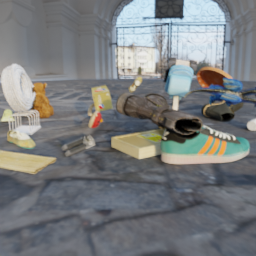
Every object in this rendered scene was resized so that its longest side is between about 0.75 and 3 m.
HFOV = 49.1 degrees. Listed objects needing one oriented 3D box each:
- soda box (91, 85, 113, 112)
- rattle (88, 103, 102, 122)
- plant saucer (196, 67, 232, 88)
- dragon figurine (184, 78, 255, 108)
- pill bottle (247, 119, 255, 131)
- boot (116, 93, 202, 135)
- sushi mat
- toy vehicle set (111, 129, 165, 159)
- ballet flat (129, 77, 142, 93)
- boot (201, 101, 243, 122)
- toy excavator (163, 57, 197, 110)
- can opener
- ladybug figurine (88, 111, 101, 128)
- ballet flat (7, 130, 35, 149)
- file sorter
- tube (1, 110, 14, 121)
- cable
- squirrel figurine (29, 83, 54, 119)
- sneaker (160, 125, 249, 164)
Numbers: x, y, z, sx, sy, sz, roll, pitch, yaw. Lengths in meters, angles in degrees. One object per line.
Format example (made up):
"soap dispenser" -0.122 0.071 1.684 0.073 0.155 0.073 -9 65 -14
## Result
"soda box" -1.094 -1.240 11.438 0.666 0.704 2.080 -13 16 -5
"rattle" -1.310 -0.896 12.509 0.687 1.055 0.754 28 2 -37
"plant saucer" 3.889 -2.030 12.298 1.836 0.296 1.836 32 -15 10
"dragon figurine" 3.494 -1.235 9.846 2.782 0.819 1.383 12 -7 -11
"pill bottle" 5.474 -0.142 11.990 0.832 0.475 0.475 -11 17 -41
"boot" 1.123 -0.343 8.165 2.262 0.900 2.599 23 18 35
"sushi mat" -3.220 0.958 8.031 2.139 0.129 1.023 5 14 21
"toy vehicle set" 0.923 0.470 9.643 2.567 0.340 1.595 -9 16 -33
"ballet flat" 0.323 -1.903 12.505 0.308 0.870 0.308 29 35 -23
"boot" 5.274 -0.840 14.429 2.429 0.941 1.680 -17 22 -13
"toy excavator" 2.001 -1.415 11.746 1.174 2.286 2.351 11 58 1
"can opener" -1.665 0.606 9.276 0.517 0.412 1.546 -30 -3 31
"ladybug figurine" -1.006 -0.234 8.641 0.282 0.532 0.784 28 -19 -3
"ballet flat" -3.788 0.359 9.815 1.497 0.529 0.529 12 18 40
"file sorter" -4.310 -0.242 11.702 0.901 0.808 1.298 0 13 -1
"tube" -6.017 -0.557 14.038 0.460 0.411 1.584 -41 27 -5
"cable" -4.434 -1.602 11.276 0.655 1.892 1.891 -11 42 0
"squirrel figurine" -4.596 -1.452 14.714 1.344 1.773 1.900 -5 14 -19
"sneaker" 2.354 0.370 8.312 2.851 1.139 1.018 -3 14 -14
